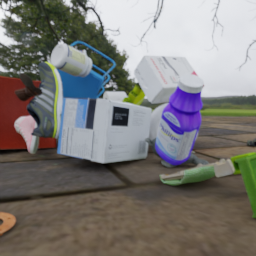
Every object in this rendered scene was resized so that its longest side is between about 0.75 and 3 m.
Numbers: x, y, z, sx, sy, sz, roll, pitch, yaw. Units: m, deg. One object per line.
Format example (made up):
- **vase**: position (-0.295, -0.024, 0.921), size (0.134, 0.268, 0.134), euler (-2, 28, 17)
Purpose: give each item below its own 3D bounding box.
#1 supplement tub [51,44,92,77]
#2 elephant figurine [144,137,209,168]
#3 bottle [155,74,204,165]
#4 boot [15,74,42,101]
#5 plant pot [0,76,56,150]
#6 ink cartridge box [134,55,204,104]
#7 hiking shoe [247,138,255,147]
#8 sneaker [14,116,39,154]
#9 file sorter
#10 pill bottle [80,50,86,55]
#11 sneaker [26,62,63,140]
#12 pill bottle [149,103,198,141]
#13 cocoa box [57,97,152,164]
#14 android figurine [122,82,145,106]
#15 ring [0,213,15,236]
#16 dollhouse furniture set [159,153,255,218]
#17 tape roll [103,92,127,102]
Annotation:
- **supplement tub**: position (-1.770, -2.087, 8.810), size (0.796, 0.796, 1.098), euler (5, -8, 43)
- **elephant figurine**: position (1.261, 0.642, 7.346), size (1.019, 0.929, 1.313), euler (-30, 30, -11)
- **bottle**: position (0.986, -0.122, 5.298), size (0.590, 1.808, 0.755), euler (-23, 49, -31)
- **boot**: position (-2.714, -1.012, 7.198), size (0.805, 0.750, 0.258), euler (-8, 44, 35)
- **plant pot**: position (-4.279, -0.622, 10.174), size (2.670, 2.353, 2.667), euler (2, 6, -42)
- **ink cartridge box**: position (1.376, -1.644, 9.429), size (1.955, 1.432, 0.809), euler (-9, -29, -36)
- **hiking shoe**: position (4.899, 0.589, 10.602), size (0.803, 0.304, 0.404), euler (-12, 19, -24)
- **sneaker**: position (-3.174, 0.198, 8.718), size (0.756, 0.544, 1.446), euler (0, 50, -10)
- **file sorter**: position (-1.922, -1.630, 10.989), size (1.910, 2.753, 1.689), euler (32, 39, 1)
- **pill bottle**: position (-2.340, -2.996, 12.212), size (1.060, 0.635, 0.635), euler (-10, 6, -2)
- **sneaker**: position (-2.356, -0.798, 7.859), size (0.954, 2.358, 0.871), euler (-4, -19, -27)
- **pill bottle**: position (1.640, -0.099, 10.218), size (1.659, 1.659, 2.955), euler (1, 5, 11)
- **cocoa box**: position (-0.566, 0.047, 7.717), size (1.518, 1.543, 2.313), euler (7, 2, 30)
- **android figurine**: position (0.332, -1.318, 12.105), size (1.987, 0.448, 2.183), euler (-45, -8, -35)
- **ring**: position (-1.957, 1.320, 3.719), size (0.862, 0.083, 0.862), euler (1, 5, 0)
- **dollhouse furniture set**: position (1.667, 1.060, 5.092), size (1.146, 0.885, 2.292), euler (-11, -10, -25)
- **tape roll**: position (-1.239, -2.068, 26.103), size (1.786, 2.602, 2.602), euler (-1, 5, -19)
